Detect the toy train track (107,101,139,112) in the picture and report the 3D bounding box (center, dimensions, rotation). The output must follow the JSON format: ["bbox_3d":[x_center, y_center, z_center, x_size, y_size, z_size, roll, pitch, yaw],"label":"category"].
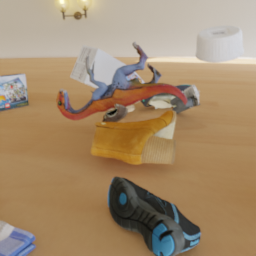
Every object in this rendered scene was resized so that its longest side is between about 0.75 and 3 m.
[{"bbox_3d":[-0.497,-0.763,10.589,1.558,0.442,2.717,-16,17,-23],"label":"toy train track"}]

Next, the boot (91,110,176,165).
[{"bbox_3d":[0.163,0.041,6.616,1.843,0.906,2.574,9,21,5],"label":"boot"}]

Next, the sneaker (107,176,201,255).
[{"bbox_3d":[0.283,1.247,4.086,0.690,0.617,1.684,8,15,-37],"label":"sneaker"}]

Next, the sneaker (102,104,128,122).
[{"bbox_3d":[-0.490,-0.228,7.034,0.400,1.059,0.373,31,28,-34],"label":"sneaker"}]

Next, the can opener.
[{"bbox_3d":[1.791,-0.888,9.351,0.794,0.628,2.388,-13,-2,-4],"label":"can opener"}]

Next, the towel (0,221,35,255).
[{"bbox_3d":[-2.323,1.515,3.619,1.879,0.224,1.380,11,21,30],"label":"towel"}]

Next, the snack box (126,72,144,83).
[{"bbox_3d":[0.238,-1.548,9.332,1.134,0.408,0.138,41,2,-40],"label":"snack box"}]

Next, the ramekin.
[{"bbox_3d":[2.698,-2.527,8.320,1.396,0.680,1.396,-8,33,5],"label":"ramekin"}]

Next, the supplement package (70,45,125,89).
[{"bbox_3d":[-1.091,-2.164,10.726,0.943,1.324,1.700,26,6,39],"label":"supplement package"}]

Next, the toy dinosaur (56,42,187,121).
[{"bbox_3d":[-0.537,-0.912,7.188,2.699,1.562,2.974,-41,43,4],"label":"toy dinosaur"}]

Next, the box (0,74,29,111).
[{"bbox_3d":[-4.837,-1.350,10.850,0.359,1.300,1.904,13,22,35],"label":"box"}]

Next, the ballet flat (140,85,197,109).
[{"bbox_3d":[1.689,-1.161,11.116,2.775,1.014,1.014,-2,17,-24],"label":"ballet flat"}]
